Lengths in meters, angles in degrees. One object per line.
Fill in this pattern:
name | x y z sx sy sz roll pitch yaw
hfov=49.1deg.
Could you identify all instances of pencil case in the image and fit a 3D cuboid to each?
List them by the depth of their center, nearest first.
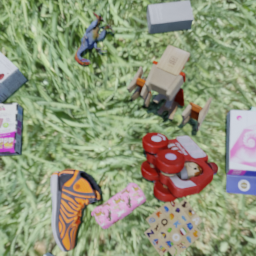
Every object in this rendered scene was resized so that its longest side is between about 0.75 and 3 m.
pencil case | -0.312 2.618 9.432 1.839 0.761 0.796 -35 54 -8

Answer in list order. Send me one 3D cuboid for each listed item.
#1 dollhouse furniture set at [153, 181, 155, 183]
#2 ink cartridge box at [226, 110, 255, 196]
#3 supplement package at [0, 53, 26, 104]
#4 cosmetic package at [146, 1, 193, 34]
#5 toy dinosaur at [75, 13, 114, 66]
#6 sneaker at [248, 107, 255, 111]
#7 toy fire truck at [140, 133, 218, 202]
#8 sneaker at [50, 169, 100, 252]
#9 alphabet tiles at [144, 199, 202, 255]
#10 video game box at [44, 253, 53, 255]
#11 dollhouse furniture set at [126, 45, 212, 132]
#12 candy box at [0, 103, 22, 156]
dollhouse furniture set | 1.470 1.531 9.453 1.141 1.078 0.745 5 82 -16
ink cartridge box | 4.928 0.893 9.660 2.880 0.635 2.934 3 79 9
supplement package | -4.927 -1.941 10.457 1.368 1.052 1.430 41 78 10
cosmetic package | 1.667 -4.460 11.291 1.732 0.781 0.925 -5 76 -4
toy dinosaur | -1.455 -3.433 11.187 1.896 2.089 1.097 -43 124 8
sneaker | 4.658 -0.377 10.428 0.518 0.323 0.879 20 67 0
toy fire truck | 1.625 1.091 8.816 2.111 1.409 2.514 -9 31 -17
sneaker | -1.625 2.626 8.990 1.461 1.012 2.608 -6 89 5
alphabet tiles | 1.546 3.364 9.518 1.857 0.059 1.545 -35 75 -13
video game box | -2.234 5.533 8.774 2.119 0.544 2.326 26 77 4
dollhouse furniture set | 1.458 -1.342 9.383 2.756 2.726 1.420 28 82 17
candy box | -4.582 0.072 10.187 1.259 0.563 1.846 -2 75 -1
